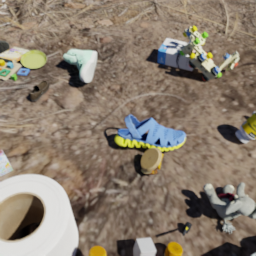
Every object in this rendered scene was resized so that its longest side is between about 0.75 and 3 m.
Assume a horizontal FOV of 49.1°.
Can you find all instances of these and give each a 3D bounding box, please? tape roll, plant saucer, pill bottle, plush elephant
[{"bbox_3d":[-2.301,2.354,6.393,2.169,1.489,2.169,1,45,-1],"label":"tape roll"},{"bbox_3d":[-4.164,-2.983,12.386,1.099,0.171,1.099,3,59,-5],"label":"plant saucer"},{"bbox_3d":[4.016,-0.031,8.925,0.634,1.128,0.634,25,36,-20],"label":"pill bottle"},{"bbox_3d":[2.701,1.873,7.064,1.098,1.033,1.334,16,51,-27],"label":"plush elephant"}]

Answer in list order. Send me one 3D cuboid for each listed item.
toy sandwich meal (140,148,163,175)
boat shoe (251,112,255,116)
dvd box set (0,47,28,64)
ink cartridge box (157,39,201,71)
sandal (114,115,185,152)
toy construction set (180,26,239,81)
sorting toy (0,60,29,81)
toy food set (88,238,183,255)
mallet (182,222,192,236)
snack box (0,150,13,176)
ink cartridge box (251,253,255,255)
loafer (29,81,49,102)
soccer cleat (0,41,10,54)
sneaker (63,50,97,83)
[{"bbox_3d":[0.714,0.991,8.279,0.850,0.291,0.850,-28,43,30],"label":"toy sandwich meal"},{"bbox_3d":[4.680,-0.166,9.637,0.333,0.386,1.073,-29,55,-24],"label":"boat shoe"},{"bbox_3d":[-5.192,-3.298,12.710,0.889,0.179,1.215,15,40,14],"label":"dvd box set"},{"bbox_3d":[2.268,-3.254,12.414,1.643,0.692,1.188,18,48,17],"label":"ink cartridge box"},{"bbox_3d":[0.695,0.141,8.819,2.255,0.982,0.896,4,23,0],"label":"sandal"},{"bbox_3d":[3.257,-2.981,11.549,2.612,1.203,1.713,29,53,-5],"label":"toy construction set"},{"bbox_3d":[-5.384,-2.575,12.028,2.228,0.304,1.255,16,48,16],"label":"sorting toy"},{"bbox_3d":[0.194,3.219,6.181,2.177,0.980,1.039,3,28,-22],"label":"toy food set"},{"bbox_3d":[1.373,2.518,6.787,0.169,0.270,0.820,29,9,19],"label":"mallet"},{"bbox_3d":[-3.959,1.099,8.503,0.595,0.222,0.837,-28,52,-23],"label":"snack box"},{"bbox_3d":[2.513,3.646,5.438,2.492,1.035,1.827,-19,49,-17],"label":"ink cartridge box"},{"bbox_3d":[-3.452,-1.509,10.910,0.427,0.417,1.169,10,47,10],"label":"loafer"},{"bbox_3d":[-6.539,-3.444,12.595,2.301,0.785,0.842,-31,48,-25],"label":"soccer cleat"},{"bbox_3d":[-2.101,-2.583,11.650,1.335,0.833,2.264,6,36,-1],"label":"sneaker"}]
